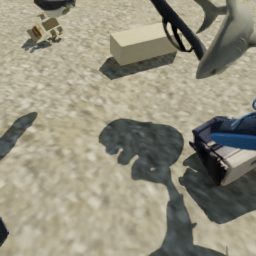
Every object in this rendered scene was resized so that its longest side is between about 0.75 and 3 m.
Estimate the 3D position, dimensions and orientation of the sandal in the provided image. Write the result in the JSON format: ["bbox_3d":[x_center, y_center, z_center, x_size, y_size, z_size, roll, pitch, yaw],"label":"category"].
[{"bbox_3d":[1.276,-2.731,7.692,1.039,0.585,2.733,5,48,-58],"label":"sandal"}]

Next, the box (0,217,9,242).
[{"bbox_3d":[-3.720,1.802,4.533,2.265,1.396,2.246,19,44,20],"label":"box"}]

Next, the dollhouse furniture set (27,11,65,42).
[{"bbox_3d":[-3.432,-4.142,11.533,1.191,1.043,0.791,-17,35,21],"label":"dollhouse furniture set"}]

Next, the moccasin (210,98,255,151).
[{"bbox_3d":[2.670,-0.043,4.786,2.422,0.975,0.826,1,73,24],"label":"moccasin"}]

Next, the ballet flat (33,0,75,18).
[{"bbox_3d":[-1.942,-3.393,7.736,0.659,0.659,1.804,11,34,12],"label":"ballet flat"}]

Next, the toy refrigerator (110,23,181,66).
[{"bbox_3d":[0.651,-3.173,10.544,2.529,0.885,0.960,-20,52,-20],"label":"toy refrigerator"}]

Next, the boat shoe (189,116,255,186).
[{"bbox_3d":[2.873,0.107,6.595,2.994,1.118,1.388,-20,53,-20],"label":"boat shoe"}]

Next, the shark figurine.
[{"bbox_3d":[1.995,-2.347,5.704,1.720,1.201,2.878,-22,37,28],"label":"shark figurine"}]
